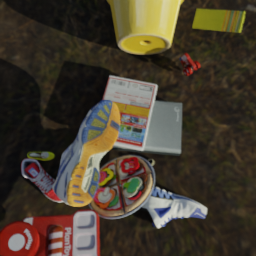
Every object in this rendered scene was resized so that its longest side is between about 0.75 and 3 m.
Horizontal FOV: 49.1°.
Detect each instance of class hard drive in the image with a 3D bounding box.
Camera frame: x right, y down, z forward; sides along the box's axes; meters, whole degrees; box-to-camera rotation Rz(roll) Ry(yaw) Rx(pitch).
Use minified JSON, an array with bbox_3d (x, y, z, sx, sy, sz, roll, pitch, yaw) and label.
[{"bbox_3d":[0.437,-0.065,8.543,2.359,0.388,1.646,5,68,2],"label":"hard drive"}]

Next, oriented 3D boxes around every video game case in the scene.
[{"bbox_3d":[-0.081,-0.489,8.396,1.547,0.189,2.164,12,68,5],"label":"video game case"}]

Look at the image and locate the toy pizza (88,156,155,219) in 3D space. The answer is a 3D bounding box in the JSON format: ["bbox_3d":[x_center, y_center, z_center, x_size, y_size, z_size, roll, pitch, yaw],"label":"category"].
[{"bbox_3d":[-0.247,1.460,7.431,1.964,0.311,1.964,-17,40,15],"label":"toy pizza"}]

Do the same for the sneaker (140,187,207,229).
[{"bbox_3d":[1.099,2.256,7.504,1.766,0.713,1.020,18,80,4],"label":"sneaker"}]

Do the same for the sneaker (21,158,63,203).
[{"bbox_3d":[-2.335,1.428,7.672,1.545,0.869,0.550,38,72,14],"label":"sneaker"}]

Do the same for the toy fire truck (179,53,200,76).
[{"bbox_3d":[1.926,-2.067,9.039,0.425,0.758,0.636,-36,94,-3],"label":"toy fire truck"}]

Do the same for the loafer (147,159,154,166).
[{"bbox_3d":[0.432,1.135,8.116,0.778,0.271,0.293,-38,74,-14],"label":"loafer"}]

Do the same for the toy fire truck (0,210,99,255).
[{"bbox_3d":[-1.653,3.145,6.113,2.176,1.453,2.591,-2,59,-6],"label":"toy fire truck"}]

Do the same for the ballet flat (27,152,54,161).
[{"bbox_3d":[-2.584,0.819,8.242,0.784,0.263,0.262,2,70,-1],"label":"ballet flat"}]

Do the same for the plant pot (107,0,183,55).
[{"bbox_3d":[0.541,-3.797,8.922,2.631,2.631,2.476,1,85,0],"label":"plant pot"}]

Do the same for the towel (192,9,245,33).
[{"bbox_3d":[3.054,-3.648,9.518,1.644,0.148,0.707,16,95,27],"label":"towel"}]

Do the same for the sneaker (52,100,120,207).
[{"bbox_3d":[-1.214,0.536,7.437,1.286,1.098,2.917,0,61,48],"label":"sneaker"}]
